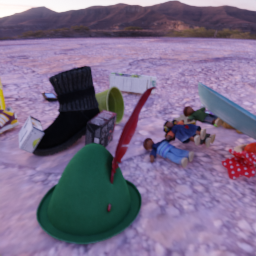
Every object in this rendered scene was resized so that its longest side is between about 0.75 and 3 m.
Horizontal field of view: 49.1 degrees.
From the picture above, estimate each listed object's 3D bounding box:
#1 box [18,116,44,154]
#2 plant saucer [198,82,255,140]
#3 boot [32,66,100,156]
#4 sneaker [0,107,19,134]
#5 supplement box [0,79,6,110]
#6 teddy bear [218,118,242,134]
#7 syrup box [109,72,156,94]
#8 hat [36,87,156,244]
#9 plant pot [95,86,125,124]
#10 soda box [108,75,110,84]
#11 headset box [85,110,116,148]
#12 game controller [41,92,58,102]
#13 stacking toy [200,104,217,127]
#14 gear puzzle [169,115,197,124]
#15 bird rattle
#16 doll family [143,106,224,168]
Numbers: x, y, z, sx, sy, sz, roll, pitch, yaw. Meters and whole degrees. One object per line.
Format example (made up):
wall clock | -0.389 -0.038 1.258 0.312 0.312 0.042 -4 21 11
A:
box | -2.712 0.163 7.774 0.351 0.681 1.167 31 4 -28
plant saucer | 3.044 -0.379 7.968 2.742 0.493 2.742 28 18 -10
boot | -2.041 -0.590 8.561 1.025 2.036 2.723 15 39 43
sneaker | -4.433 -0.192 9.362 0.657 0.790 1.754 -13 13 18
supplement box | -5.688 -1.091 10.875 1.428 1.437 2.624 -8 23 -18
teddy bear | 3.911 -0.292 10.206 1.098 0.506 1.514 0 22 6
syrup box | 0.241 -2.281 14.272 2.232 0.909 0.879 10 12 24
hat | -0.752 0.538 5.767 2.211 2.349 2.669 6 23 12
plant pot | -1.032 -0.801 10.643 1.341 1.413 1.413 -4 19 26
soda box | -0.636 -2.644 15.865 0.465 0.500 1.466 -10 24 -23
headset box | -0.804 0.100 8.580 0.491 0.973 1.309 16 27 13
game controller | -3.742 -1.502 13.432 0.636 0.257 1.219 -11 26 -24
stacking toy | 3.187 -0.530 10.936 1.213 0.378 1.609 17 29 35
gear puzzle | 2.138 -0.259 10.326 1.421 0.186 0.736 -27 37 -37
bird rattle | 3.442 0.817 7.436 1.958 1.103 1.596 -11 10 6
doll family | 1.595 0.182 8.409 1.571 1.067 2.718 25 36 36
